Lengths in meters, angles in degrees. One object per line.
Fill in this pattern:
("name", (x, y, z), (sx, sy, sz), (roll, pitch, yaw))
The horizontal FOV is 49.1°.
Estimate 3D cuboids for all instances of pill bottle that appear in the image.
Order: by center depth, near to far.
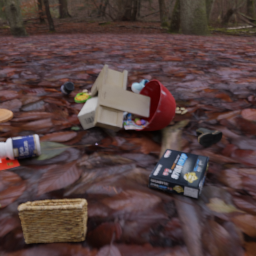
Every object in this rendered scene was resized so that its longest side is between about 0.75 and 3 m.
("pill bottle", (-3.860, 0.719, 9.940), (1.360, 0.755, 0.755), (-9, 26, -20))
("pill bottle", (-3.516, -2.315, 16.326), (0.650, 0.650, 1.162), (-12, 0, -24))

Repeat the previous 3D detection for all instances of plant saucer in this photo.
("plant saucer", (-6.421, -0.573, 13.452), (1.622, 0.262, 1.622), (0, 24, 0))

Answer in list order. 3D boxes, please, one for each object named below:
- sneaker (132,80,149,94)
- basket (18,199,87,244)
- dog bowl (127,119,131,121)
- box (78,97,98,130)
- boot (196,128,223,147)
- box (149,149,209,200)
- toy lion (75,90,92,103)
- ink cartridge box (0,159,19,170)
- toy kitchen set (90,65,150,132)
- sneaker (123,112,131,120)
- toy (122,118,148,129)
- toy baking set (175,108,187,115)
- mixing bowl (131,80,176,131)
("sneaker", (0.988, -2.485, 16.788), (0.860, 0.954, 2.328), (-13, 28, -29))
("basket", (-1.745, 2.010, 6.791), (1.475, 1.099, 1.053), (-2, 25, -2))
("dog bowl", (0.315, -0.319, 12.967), (0.439, 0.195, 0.788), (22, 33, 39))
("box", (-1.617, -0.768, 13.046), (0.872, 0.725, 2.122), (-18, 21, 14))
("boot", (2.966, 0.337, 11.249), (1.448, 0.561, 1.002), (-4, 17, -42))
("box", (1.675, 1.392, 8.918), (1.516, 0.439, 1.907), (10, 27, 21))
("toy lion", (-2.590, -1.738, 15.966), (1.058, 0.379, 1.103), (-24, 33, -27))
("ink cartridge box", (-5.203, 0.987, 9.707), (2.323, 0.663, 1.888), (-17, 30, -25))
("toy kitchen set", (-0.516, -0.925, 13.058), (2.231, 2.735, 2.467), (13, -22, -18))
("sneaker", (0.012, -0.653, 13.460), (0.522, 0.451, 1.204), (-9, 8, 34))
("toy", (0.391, -0.222, 12.185), (1.252, 0.296, 0.721), (-3, 32, -19))
("toy baking set", (2.536, -0.822, 14.195), (0.751, 0.114, 0.979), (12, 27, 30))
("mixing bowl", (1.236, -0.797, 12.102), (1.246, 2.301, 2.301), (19, 17, -24))
